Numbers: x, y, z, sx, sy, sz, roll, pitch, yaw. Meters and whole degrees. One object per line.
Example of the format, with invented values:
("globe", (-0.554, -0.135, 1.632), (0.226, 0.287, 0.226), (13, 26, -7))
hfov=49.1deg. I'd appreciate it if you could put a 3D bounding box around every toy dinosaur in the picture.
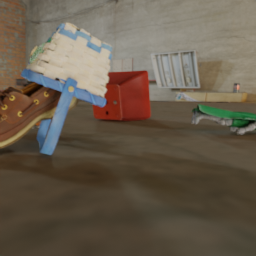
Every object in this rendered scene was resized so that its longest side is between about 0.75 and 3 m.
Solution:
("toy dinosaur", (-2.837, -0.733, 8.969), (1.094, 1.453, 2.141), (-3, 6, 41))

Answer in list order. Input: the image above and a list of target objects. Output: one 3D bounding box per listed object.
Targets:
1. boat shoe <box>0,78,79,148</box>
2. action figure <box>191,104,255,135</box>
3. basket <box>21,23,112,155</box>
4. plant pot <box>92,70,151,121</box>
("boat shoe", (-2.367, -0.412, 5.842), (2.782, 0.940, 1.001), (-34, 40, -28))
("action figure", (3.356, -0.194, 8.522), (2.708, 0.740, 1.599), (8, 6, 4))
("basket", (-1.496, -0.804, 6.271), (1.798, 2.585, 2.280), (15, 0, -23))
("plant pot", (-0.460, -1.355, 12.900), (2.276, 2.274, 2.006), (4, 18, 30))
